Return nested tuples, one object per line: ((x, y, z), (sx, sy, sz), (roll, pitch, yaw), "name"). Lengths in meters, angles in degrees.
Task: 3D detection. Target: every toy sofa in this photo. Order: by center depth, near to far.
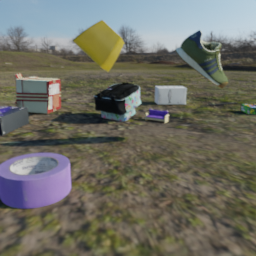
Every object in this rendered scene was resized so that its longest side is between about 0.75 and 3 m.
((1.334, -0.558, 13.010), (1.053, 0.514, 0.436), (10, 18, 29), "toy sofa")

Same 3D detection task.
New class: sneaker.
((2.677, -2.217, 9.043), (2.354, 1.057, 0.789), (27, 30, -28), "sneaker")

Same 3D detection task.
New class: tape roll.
((-2.122, 1.150, 6.433), (1.574, 0.669, 1.574), (0, 16, 0), "tape roll")

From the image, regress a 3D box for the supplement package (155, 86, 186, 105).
((2.604, -2.019, 17.344), (1.775, 1.037, 1.041), (-1, 15, -5), "supplement package")

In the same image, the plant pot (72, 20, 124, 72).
((-1.187, -3.818, 12.831), (1.777, 1.567, 1.777), (43, 8, 1), "plant pot")

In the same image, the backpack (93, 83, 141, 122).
((-0.390, -1.325, 13.459), (1.872, 1.588, 2.109), (11, 38, 29), "backpack")

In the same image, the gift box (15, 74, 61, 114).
((-4.936, -1.841, 14.958), (2.006, 1.982, 2.148), (5, 10, 11), "gift box")

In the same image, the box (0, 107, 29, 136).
((-5.318, -0.337, 11.706), (1.434, 0.801, 2.032), (5, 16, 8), "box")

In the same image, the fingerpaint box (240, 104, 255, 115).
((6.636, -0.990, 14.789), (0.923, 0.406, 1.106), (-1, 15, -2), "fingerpaint box")
